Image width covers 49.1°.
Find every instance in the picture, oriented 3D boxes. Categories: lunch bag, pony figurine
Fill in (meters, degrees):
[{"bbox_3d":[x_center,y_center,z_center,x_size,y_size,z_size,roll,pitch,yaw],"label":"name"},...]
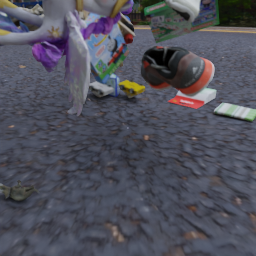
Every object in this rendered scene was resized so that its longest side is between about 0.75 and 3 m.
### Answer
[{"bbox_3d":[-0.639,-1.717,11.157,0.564,0.752,0.885,-11,26,-21],"label":"lunch bag"},{"bbox_3d":[-1.326,-1.937,5.370,2.802,2.704,2.333,9,33,-18],"label":"pony figurine"}]

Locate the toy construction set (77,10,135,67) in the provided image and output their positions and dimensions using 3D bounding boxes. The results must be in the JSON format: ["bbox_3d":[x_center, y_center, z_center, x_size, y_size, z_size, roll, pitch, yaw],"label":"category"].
[{"bbox_3d":[-0.966,-4.115,9.914,2.412,2.222,2.892,15,70,20],"label":"toy construction set"}]

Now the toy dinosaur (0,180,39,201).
[{"bbox_3d":[-2.036,1.232,5.283,0.806,0.310,0.412,14,39,15],"label":"toy dinosaur"}]

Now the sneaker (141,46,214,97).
[{"bbox_3d":[0.782,-1.481,6.230,1.110,1.045,2.711,30,1,-24],"label":"sneaker"}]

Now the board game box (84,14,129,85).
[{"bbox_3d":[-0.719,-2.299,7.833,0.330,1.803,1.364,26,72,32],"label":"board game box"}]

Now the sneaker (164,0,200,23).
[{"bbox_3d":[0.771,-1.851,3.699,0.484,0.522,1.288,30,40,-25],"label":"sneaker"}]

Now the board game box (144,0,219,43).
[{"bbox_3d":[1.545,-3.151,7.918,1.915,0.279,1.289,-13,-22,15],"label":"board game box"}]

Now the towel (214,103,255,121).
[{"bbox_3d":[3.556,-0.503,9.231,1.214,0.186,0.906,18,32,30],"label":"towel"}]

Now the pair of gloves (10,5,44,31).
[{"bbox_3d":[-3.077,-3.277,8.538,1.801,0.371,2.118,-15,14,27],"label":"pair of gloves"}]

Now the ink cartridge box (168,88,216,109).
[{"bbox_3d":[2.407,-1.208,10.524,1.229,0.382,1.527,19,29,36],"label":"ink cartridge box"}]

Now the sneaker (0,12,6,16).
[{"bbox_3d":[-3.655,-3.171,6.886,0.828,0.956,2.308,-39,59,-24],"label":"sneaker"}]

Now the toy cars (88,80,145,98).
[{"bbox_3d":[-0.457,-1.434,10.868,2.308,0.511,1.035,0,32,10],"label":"toy cars"}]
